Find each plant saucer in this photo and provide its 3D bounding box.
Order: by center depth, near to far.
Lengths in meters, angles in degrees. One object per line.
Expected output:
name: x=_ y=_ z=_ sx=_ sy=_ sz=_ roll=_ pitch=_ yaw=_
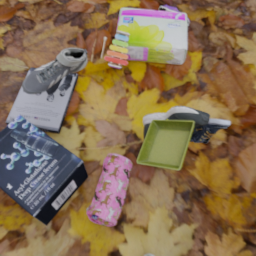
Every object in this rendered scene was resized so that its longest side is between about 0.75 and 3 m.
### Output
plant saucer: x=1.021 y=0.457 z=7.314 sx=1.356 sy=0.325 sz=1.358 roll=4 pitch=63 yaw=42

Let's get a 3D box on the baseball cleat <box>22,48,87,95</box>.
baseball cleat: x=-2.295 y=-1.861 z=8.644 sx=2.262 sy=1.204 sz=0.789 roll=-35 pitch=86 yaw=-15

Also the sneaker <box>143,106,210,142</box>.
sneaker: x=1.366 y=0.090 z=8.340 sx=0.992 sy=2.664 sz=1.127 roll=13 pitch=77 yaw=-28

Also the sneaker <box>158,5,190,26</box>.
sneaker: x=2.167 y=-5.197 z=12.766 sx=1.656 sy=0.668 sz=0.691 roll=40 pitch=62 yaw=20

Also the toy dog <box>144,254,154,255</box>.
toy dog: x=1.109 y=4.521 z=6.959 sx=2.680 sy=1.291 sz=1.767 roll=33 pitch=66 yaw=17

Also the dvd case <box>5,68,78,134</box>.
dvd case: x=-3.201 y=-1.109 z=10.652 sx=1.990 sy=0.327 sz=2.648 roll=9 pitch=62 yaw=5

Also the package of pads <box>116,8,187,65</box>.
package of pads: x=0.980 y=-3.847 z=11.776 sx=2.988 sy=1.019 sz=2.308 roll=5 pitch=61 yaw=3

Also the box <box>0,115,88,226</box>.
box: x=-2.952 y=1.277 z=8.676 sx=2.712 sy=1.452 sz=2.013 roll=33 pitch=66 yaw=17

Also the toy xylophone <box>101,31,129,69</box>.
toy xylophone: x=-0.494 y=-2.977 z=10.724 sx=1.057 sy=0.363 sz=1.444 roll=6 pitch=90 yaw=-3

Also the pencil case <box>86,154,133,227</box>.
pencil case: x=-0.547 y=1.882 z=8.681 sx=0.938 sy=0.898 sz=2.169 roll=35 pitch=57 yaw=-29

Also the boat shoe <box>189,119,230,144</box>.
boat shoe: x=2.375 y=0.120 z=8.243 sx=0.556 sy=1.572 sz=0.714 roll=6 pitch=86 yaw=-22
